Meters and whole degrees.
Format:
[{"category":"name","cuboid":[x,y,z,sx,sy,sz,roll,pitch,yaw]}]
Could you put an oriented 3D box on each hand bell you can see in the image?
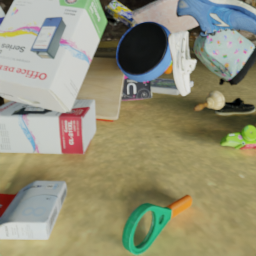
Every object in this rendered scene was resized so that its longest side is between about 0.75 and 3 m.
[{"category":"hand bell","cuboid":[2.082,-0.621,7.524,0.553,0.553,1.061,19,31,42]}]

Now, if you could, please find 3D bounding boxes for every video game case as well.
[{"category":"video game case","cuboid":[1.873,-2.432,15.959,2.963,0.346,2.694,11,23,27]}]

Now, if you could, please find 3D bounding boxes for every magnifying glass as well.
[{"category":"magnifying glass","cuboid":[0.565,1.508,4.759,0.214,0.761,1.911,14,14,39]}]

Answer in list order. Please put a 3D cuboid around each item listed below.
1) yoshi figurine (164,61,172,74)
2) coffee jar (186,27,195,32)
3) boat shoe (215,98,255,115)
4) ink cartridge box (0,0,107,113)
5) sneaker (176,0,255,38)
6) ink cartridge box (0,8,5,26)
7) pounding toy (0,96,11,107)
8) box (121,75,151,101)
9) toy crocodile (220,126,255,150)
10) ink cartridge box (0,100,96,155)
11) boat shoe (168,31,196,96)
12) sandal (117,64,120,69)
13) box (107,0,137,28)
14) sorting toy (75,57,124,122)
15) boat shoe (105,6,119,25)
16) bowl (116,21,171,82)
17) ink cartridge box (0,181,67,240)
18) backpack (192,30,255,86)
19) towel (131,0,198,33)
[{"category":"yoshi figurine","cuboid":[0.853,-2.129,8.089,0.926,0.923,1.648,-5,-17,13]},{"category":"coffee jar","cuboid":[2.002,-4.066,11.484,1.398,0.596,0.729,-28,-28,32]},{"category":"boat shoe","cuboid":[4.398,-0.915,11.387,1.827,0.606,0.683,-4,20,-11]},{"category":"ink cartridge box","cuboid":[-1.714,-1.702,5.871,1.746,2.403,1.051,13,-17,16]},{"category":"sneaker","cuboid":[2.061,-2.408,6.201,2.166,0.966,0.851,27,29,10]},{"category":"ink cartridge box","cuboid":[-3.390,-2.470,7.797,0.570,2.586,2.634,-28,67,-12]},{"category":"pounding toy","cuboid":[-4.751,-1.613,11.014,1.122,2.155,2.453,-5,20,-12]},{"category":"box","cuboid":[-0.559,-1.961,12.406,2.788,1.600,1.842,-5,6,-11]},{"category":"toy crocodile","cuboid":[3.669,0.326,7.979,2.166,0.669,0.731,-4,-19,-16]},{"category":"ink cartridge box","cuboid":[-2.480,-0.109,8.389,2.728,1.130,1.988,1,20,3]},{"category":"boat shoe","cuboid":[0.950,-1.069,4.696,0.372,1.074,0.380,-6,19,26]},{"category":"sandal","cuboid":[0.288,-2.231,9.361,0.561,0.935,2.490,-3,27,-30]},{"category":"box","cuboid":[-0.190,-4.270,10.547,1.208,0.423,0.388,38,-11,10]},{"category":"sorting toy","cuboid":[-1.396,-1.406,10.506,2.429,2.415,0.845,5,-22,7]},{"category":"boat shoe","cuboid":[-0.697,-4.639,11.865,0.627,0.500,1.659,8,4,9]},{"category":"bowl","cuboid":[0.413,-2.043,7.411,1.643,1.643,0.323,12,-5,31]},{"category":"ink cartridge box","cuboid":[-2.108,1.453,5.184,1.662,0.393,1.330,2,20,1]},{"category":"backpack","cuboid":[2.793,-2.223,8.106,1.737,1.450,1.100,34,-2,-8]},{"category":"towel","cuboid":[1.176,-3.423,8.816,1.637,0.264,1.564,-10,-24,36]}]
